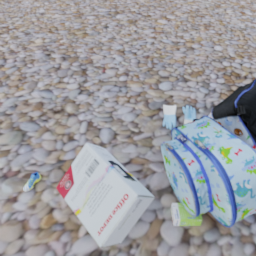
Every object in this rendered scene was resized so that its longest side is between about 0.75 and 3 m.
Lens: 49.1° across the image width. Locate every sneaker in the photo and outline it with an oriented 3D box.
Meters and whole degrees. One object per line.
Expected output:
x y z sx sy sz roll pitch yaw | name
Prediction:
-3.338 1.813 9.625 0.289 0.401 0.763 18 44 20 | sneaker

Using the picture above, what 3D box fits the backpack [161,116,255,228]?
2.356 1.362 8.128 2.101 2.617 2.859 -24 29 -12 | backpack

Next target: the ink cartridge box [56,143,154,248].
-0.752 1.944 8.358 2.501 1.036 1.823 40 99 35 | ink cartridge box

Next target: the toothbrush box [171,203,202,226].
1.795 2.678 8.681 0.849 0.365 0.618 0 39 -2 | toothbrush box

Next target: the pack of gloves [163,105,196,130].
2.261 -0.545 12.281 1.464 0.344 1.743 4 42 5 | pack of gloves

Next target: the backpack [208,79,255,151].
4.419 -0.015 10.057 2.961 2.281 2.820 -35 92 -29 | backpack
